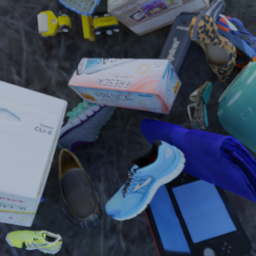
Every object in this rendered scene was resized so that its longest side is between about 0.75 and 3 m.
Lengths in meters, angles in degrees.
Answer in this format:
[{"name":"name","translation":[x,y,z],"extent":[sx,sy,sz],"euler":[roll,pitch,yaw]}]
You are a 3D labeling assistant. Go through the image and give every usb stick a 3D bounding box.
[{"name":"usb stick","translation":[1.048,-1.560,6.986],"extent":[0.783,0.460,2.823],"euler":[19,84,41]}]

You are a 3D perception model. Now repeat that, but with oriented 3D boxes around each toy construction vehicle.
[{"name":"toy construction vehicle","translation":[-1.603,-3.782,8.869],"extent":[2.491,0.877,2.169],"euler":[-9,89,1]}]

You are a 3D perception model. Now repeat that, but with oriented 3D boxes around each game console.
[{"name":"game console","translation":[1.492,1.848,6.696],"extent":[2.255,1.553,2.617],"euler":[-16,54,-4]}]

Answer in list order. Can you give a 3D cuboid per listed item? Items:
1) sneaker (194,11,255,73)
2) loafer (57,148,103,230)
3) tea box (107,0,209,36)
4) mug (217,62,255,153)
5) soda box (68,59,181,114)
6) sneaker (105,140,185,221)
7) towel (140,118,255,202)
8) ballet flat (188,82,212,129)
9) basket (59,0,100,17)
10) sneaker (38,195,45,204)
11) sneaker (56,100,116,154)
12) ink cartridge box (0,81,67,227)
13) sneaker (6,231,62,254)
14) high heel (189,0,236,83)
[{"name":"sneaker","translation":[2.774,-2.959,8.592],"extent":[2.988,1.125,1.172],"euler":[42,67,3]},{"name":"loafer","translation":[-1.317,1.395,6.765],"extent":[0.917,2.519,0.911],"euler":[-22,120,-18]},{"name":"tea box","translation":[0.820,-4.336,7.966],"extent":[2.410,1.610,2.371],"euler":[-8,74,37]},{"name":"mug","translation":[3.571,-0.870,7.221],"extent":[1.694,2.251,2.740],"euler":[38,100,8]},{"name":"soda box","translation":[-0.148,-1.057,6.706],"extent":[2.638,0.839,0.902],"euler":[11,68,35]},{"name":"sneaker","translation":[0.177,1.007,5.754],"extent":[1.995,0.782,0.897],"euler":[-47,118,4]},{"name":"towel","translation":[1.627,0.560,6.364],"extent":[2.031,2.750,0.681],"euler":[45,76,-28]},{"name":"ballet flat","translation":[1.954,-0.656,7.779],"extent":[0.591,0.532,1.568],"euler":[-1,57,27]},{"name":"basket","translation":[-1.372,-3.706,7.737],"extent":[1.207,1.369,0.952],"euler":[23,102,-15]},{"name":"sneaker","translation":[-2.864,1.291,7.703],"extent":[0.732,0.703,1.865],"euler":[-37,89,-27]},{"name":"sneaker","translation":[-0.972,-0.222,8.014],"extent":[2.596,0.966,1.136],"euler":[-35,118,-5]},{"name":"ink cartridge box","translation":[-2.752,0.666,5.974],"extent":[2.114,2.910,2.104],"euler":[16,58,-13]},{"name":"sneaker","translation":[-1.762,2.091,5.321],"extent":[1.031,0.389,0.394],"euler":[15,120,-21]},{"name":"high heel","translation":[1.992,-1.759,6.819],"extent":[0.792,2.218,1.581],"euler":[9,46,37]}]
